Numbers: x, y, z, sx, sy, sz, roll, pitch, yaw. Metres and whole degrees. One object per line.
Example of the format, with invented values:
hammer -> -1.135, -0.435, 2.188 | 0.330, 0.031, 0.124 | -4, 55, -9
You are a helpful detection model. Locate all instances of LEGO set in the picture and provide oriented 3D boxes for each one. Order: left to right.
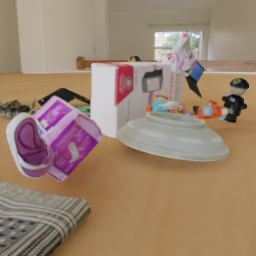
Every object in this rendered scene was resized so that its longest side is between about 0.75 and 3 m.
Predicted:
LEGO set -> -3.942, -0.546, 10.037 | 1.670, 0.729, 2.571 | -12, 31, -34

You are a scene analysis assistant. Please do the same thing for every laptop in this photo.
laptop -> -2.487, -0.975, 11.882 | 2.039, 1.053, 1.807 | 23, 7, -37
laptop -> 3.224, -2.292, 13.026 | 0.709, 1.373, 1.217 | -31, -35, 29

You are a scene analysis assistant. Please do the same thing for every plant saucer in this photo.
plant saucer -> 1.050, 0.061, 6.477 | 2.589, 0.650, 2.589 | 8, 11, -2

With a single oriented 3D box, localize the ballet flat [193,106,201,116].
ballet flat -> 2.715, -0.705, 10.736 | 0.317, 0.371, 1.116 | -11, 12, 5

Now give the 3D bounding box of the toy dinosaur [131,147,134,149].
toy dinosaur -> 0.292, 0.303, 6.825 | 1.002, 0.512, 0.680 | -31, -28, 36

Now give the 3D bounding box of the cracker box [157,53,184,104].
cracker box -> 1.485, -1.593, 10.332 | 0.600, 2.081, 1.394 | 5, 2, -15

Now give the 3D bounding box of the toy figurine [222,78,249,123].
toy figurine -> 3.887, -0.800, 8.659 | 1.885, 1.311, 1.856 | 15, 17, 17

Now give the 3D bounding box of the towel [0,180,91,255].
towel -> -2.280, 1.128, 3.086 | 2.884, 0.498, 2.777 | 7, 16, 22

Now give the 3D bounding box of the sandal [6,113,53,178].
sandal -> -1.235, 0.346, 3.728 | 0.325, 1.322, 0.538 | 27, 62, 20

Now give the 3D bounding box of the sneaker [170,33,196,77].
sneaker -> 1.503, -1.871, 7.298 | 0.598, 1.356, 0.551 | 33, 70, 21

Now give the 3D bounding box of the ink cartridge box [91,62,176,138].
ink cartridge box -> 0.226, -0.968, 8.478 | 2.689, 1.984, 1.151 | -15, 22, -43

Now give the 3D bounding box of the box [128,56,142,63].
box -> 0.395, -1.680, 10.498 | 0.395, 1.603, 1.280 | -5, -26, 28

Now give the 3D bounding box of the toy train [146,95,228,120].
toy train -> 1.601, -0.606, 7.882 | 2.246, 0.625, 1.687 | 9, -16, -33

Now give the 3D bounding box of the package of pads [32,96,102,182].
package of pads -> -1.321, 0.088, 5.259 | 1.135, 0.713, 1.883 | -49, 31, -7

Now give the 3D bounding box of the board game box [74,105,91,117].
board game box -> -1.302, -0.629, 10.795 | 2.165, 0.254, 1.134 | 7, 18, 25
